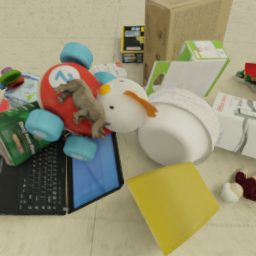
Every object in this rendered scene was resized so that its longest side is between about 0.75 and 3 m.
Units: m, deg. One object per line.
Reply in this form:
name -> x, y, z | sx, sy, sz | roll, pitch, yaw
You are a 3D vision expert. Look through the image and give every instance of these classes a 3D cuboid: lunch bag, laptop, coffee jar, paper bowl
lunch bag -> -2.775, -1.031, 8.225 | 1.431, 0.590, 1.151 | 19, 57, 16
laptop -> -1.640, 0.630, 6.266 | 2.565, 1.324, 2.273 | 7, 45, -20
coffee jar -> -1.958, -0.156, 6.507 | 2.262, 1.179, 0.965 | -33, 29, -32
paper bowl -> 0.999, 0.136, 6.350 | 1.903, 1.903, 0.990 | 21, 49, 18

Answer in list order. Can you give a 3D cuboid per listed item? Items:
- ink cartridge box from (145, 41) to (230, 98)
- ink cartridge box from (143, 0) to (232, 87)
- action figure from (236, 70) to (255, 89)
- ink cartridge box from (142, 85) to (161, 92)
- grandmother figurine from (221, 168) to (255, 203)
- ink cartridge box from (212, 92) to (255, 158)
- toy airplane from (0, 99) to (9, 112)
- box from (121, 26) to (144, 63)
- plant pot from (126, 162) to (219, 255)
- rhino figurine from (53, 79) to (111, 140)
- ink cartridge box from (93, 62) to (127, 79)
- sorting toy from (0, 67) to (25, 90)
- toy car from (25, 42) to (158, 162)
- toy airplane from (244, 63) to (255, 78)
ink cartridge box -> 1.270, -1.375, 6.798 | 1.836, 1.357, 0.696 | -5, 58, -16
ink cartridge box -> 1.601, -2.388, 7.975 | 2.274, 2.760, 1.037 | -25, 48, -26
action figure -> 4.051, -1.466, 8.470 | 0.479, 1.034, 1.751 | -28, 35, -24
ink cartridge box -> 0.514, -0.590, 7.639 | 1.657, 0.954, 0.562 | -9, 49, -12
grandmother figurine -> 2.850, 1.280, 6.311 | 1.709, 0.518, 1.037 | -12, 30, -13
ink cartridge box -> 3.021, -0.022, 6.917 | 2.094, 0.880, 1.528 | 18, 31, 16
toy airplane -> -3.469, -0.130, 6.513 | 0.432, 2.351, 2.351 | 12, 49, 26
box -> 0.843, -3.056, 10.111 | 2.148, 0.530, 1.715 | 0, 47, 2
plant pot -> 0.876, 1.371, 5.229 | 1.205, 1.366, 1.366 | -29, 71, 0
rhino figurine -> -0.731, -0.309, 4.979 | 0.562, 0.384, 1.284 | -37, 95, -18
ink cartridge box -> -0.560, -1.612, 8.494 | 0.886, 0.367, 0.650 | -12, 52, -16
sorting toy -> -3.145, -1.356, 7.332 | 0.670, 1.116, 0.458 | -33, 88, -12
toy car -> -0.462, -0.539, 5.555 | 2.236, 1.977, 2.061 | -1, 60, 38
toy airplane -> 4.026, -1.039, 7.409 | 2.188, 2.188, 0.403 | 34, 71, 26
